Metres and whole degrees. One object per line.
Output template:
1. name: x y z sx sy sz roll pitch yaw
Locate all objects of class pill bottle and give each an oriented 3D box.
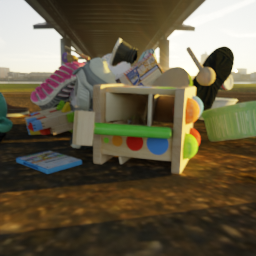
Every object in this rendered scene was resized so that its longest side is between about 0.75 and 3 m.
1. pill bottle: 3.739 -1.878 11.733 0.658 0.658 1.100 -7 6 -35

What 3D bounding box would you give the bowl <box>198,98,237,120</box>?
1. bowl: 3.966 -0.920 13.502 2.363 1.062 2.363 2 8 0

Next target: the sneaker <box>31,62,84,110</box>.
1. sneaker: -2.679 -1.619 11.445 1.006 1.193 2.726 31 64 25

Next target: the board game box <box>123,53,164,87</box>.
1. board game box: 0.749 -1.602 9.756 1.172 1.547 0.358 -36 23 0

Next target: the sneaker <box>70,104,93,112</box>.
1. sneaker: -2.273 -0.611 12.033 2.342 0.875 0.960 -5 10 3

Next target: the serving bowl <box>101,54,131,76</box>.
1. serving bowl: -0.660 -2.605 13.246 1.714 1.714 0.564 2 -9 11

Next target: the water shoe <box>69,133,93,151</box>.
1. water shoe: -1.077 0.214 8.293 0.987 0.894 2.502 22 12 -6

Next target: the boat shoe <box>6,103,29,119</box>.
1. boat shoe: -6.575 -1.032 14.241 2.886 1.067 1.066 -2 10 -11

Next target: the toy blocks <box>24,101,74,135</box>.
1. toy blocks: -2.900 -0.211 9.991 1.581 1.156 2.312 -18 19 -26

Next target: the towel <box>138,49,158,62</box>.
1. towel: 0.984 -2.100 13.468 0.709 2.521 2.945 0 35 21

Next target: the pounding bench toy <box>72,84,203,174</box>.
1. pounding bench toy: 0.384 -0.016 6.087 2.210 1.760 2.833 5 11 19

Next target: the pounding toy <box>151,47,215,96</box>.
1. pounding toy: 1.731 -1.089 8.914 1.095 2.359 1.821 28 28 -32

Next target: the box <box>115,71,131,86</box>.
1. box: -0.051 -1.131 11.057 1.280 1.948 1.958 -28 14 -3

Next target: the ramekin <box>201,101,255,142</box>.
1. ramekin: 3.219 -0.162 8.324 1.927 0.941 1.927 -8 -4 -1

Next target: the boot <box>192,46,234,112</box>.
1. boot: 2.456 -1.576 10.255 1.008 2.724 2.233 29 -8 -18

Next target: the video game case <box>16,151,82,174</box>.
1. video game case: -1.840 0.771 6.478 1.294 0.115 0.926 9 14 40

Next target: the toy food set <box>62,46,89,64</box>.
1. toy food set: -2.284 -2.739 12.979 1.644 0.407 2.586 26 -13 4

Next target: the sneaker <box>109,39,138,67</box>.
1. sneaker: -0.135 -2.289 9.293 0.785 0.560 1.583 28 -15 -3

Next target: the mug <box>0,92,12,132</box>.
1. mug: -5.436 -0.690 10.226 2.115 1.738 1.308 3 12 15

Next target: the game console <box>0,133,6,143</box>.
1. game console: -4.963 0.367 8.390 2.265 0.273 1.336 0 9 2

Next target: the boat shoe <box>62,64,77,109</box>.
1. boat shoe: -2.603 -1.881 12.291 0.967 0.878 2.630 41 9 -48

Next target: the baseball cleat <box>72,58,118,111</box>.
1. baseball cleat: -0.678 -0.676 8.800 1.585 2.978 1.038 -30 23 0
